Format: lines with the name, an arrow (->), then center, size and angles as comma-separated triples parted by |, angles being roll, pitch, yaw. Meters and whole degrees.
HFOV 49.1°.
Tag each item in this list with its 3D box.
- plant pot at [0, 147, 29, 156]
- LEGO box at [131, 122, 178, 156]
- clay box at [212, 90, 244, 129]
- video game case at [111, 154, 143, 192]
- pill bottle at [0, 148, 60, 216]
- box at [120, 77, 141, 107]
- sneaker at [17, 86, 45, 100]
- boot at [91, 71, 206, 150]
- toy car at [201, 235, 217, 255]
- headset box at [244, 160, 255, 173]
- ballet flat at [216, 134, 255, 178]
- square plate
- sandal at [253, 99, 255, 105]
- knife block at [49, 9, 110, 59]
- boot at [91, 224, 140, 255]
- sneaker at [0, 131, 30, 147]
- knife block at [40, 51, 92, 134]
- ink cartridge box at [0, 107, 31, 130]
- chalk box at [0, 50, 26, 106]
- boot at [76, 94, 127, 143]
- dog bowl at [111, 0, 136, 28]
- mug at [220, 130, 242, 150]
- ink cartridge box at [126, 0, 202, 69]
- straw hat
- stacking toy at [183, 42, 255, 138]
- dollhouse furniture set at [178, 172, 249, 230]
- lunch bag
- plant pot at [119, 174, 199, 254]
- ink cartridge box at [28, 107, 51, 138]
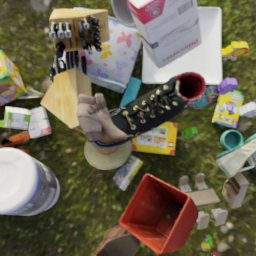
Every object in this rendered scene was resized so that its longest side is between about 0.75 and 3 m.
plant pot -> -4.381, 1.608, 9.358 | 1.982, 2.247, 2.249 | -4, 85, -11
LEGO box -> 0.935, 0.338, 10.148 | 1.561, 0.602, 1.162 | 7, 85, 1
clay box -> 3.713, -0.773, 10.375 | 0.824, 0.341, 1.434 | 16, 86, 1
video game case -> -0.048, 1.246, 8.059 | 0.139, 1.089, 0.984 | 35, 85, -16
pill bottle -> -2.595, 1.458, 6.995 | 1.407, 2.473, 1.407 | 0, 72, 1
box -> -0.029, -0.925, 10.197 | 0.422, 0.707, 1.719 | 20, 85, -2
sneaker -> -3.620, -1.319, 10.411 | 1.054, 0.354, 0.473 | -4, 90, 3
boot -> 0.467, -0.481, 7.263 | 2.867, 2.166, 1.035 | -23, 82, -30
toy car -> 2.431, 3.565, 8.404 | 0.187, 0.790, 0.840 | -37, 101, 21
headset box -> 4.756, 1.173, 10.162 | 0.944, 0.438, 0.822 | 42, 87, 4
ballet flat -> 3.448, 0.745, 8.065 | 2.418, 0.815, 0.754 | -22, 73, -29
square plate -> 2.001, -3.057, 10.534 | 2.939, 0.422, 2.967 | 1, 85, 1
sandal -> 3.612, -0.618, 6.510 | 1.375, 0.371, 0.552 | -2, 75, 37
knife block -> -1.757, -2.640, 7.708 | 2.779, 2.440, 0.889 | 17, 124, 31
boot -> -0.193, 2.880, 7.321 | 1.660, 1.781, 0.572 | -34, 85, 17
sneaker -> -4.079, 0.431, 10.140 | 1.083, 0.607, 0.420 | -25, 86, -2
knife block -> -1.505, -1.220, 8.187 | 2.369, 0.758, 2.079 | 34, 94, 34
ink cartridge box -> -3.059, -0.279, 6.998 | 1.086, 0.803, 0.412 | 8, 98, -28
chalk box -> -4.927, -1.521, 9.812 | 2.063, 1.277, 1.283 | -25, 66, -3
boot -> -0.578, -0.227, 6.461 | 0.526, 1.498, 1.095 | -15, 81, 30
dog bowl -> 0.050, -3.257, 7.406 | 0.368, 1.254, 1.254 | -36, 85, -32
mug -> 3.711, 0.525, 10.177 | 0.694, 0.522, 0.845 | 8, 86, 0
ink cartridge box -> 0.942, -2.625, 6.875 | 1.385, 1.914, 0.807 | -31, 52, 0
straw hat -> -0.649, 0.389, 8.252 | 1.562, 0.661, 1.562 | -2, 58, 3
stacking toy -> 2.195, -0.872, 7.293 | 0.556, 2.366, 1.784 | 7, 67, -38
dollhouse furniture set -> 2.528, 1.897, 8.266 | 1.649, 1.515, 1.073 | -7, 125, -10
lunch bag -> -1.057, -2.727, 9.906 | 2.648, 1.684, 2.246 | 17, 87, -8
plant pot -> 0.877, 2.117, 6.645 | 1.203, 1.363, 1.365 | 39, 78, -42
ink cartridge box -> -3.313, -0.185, 10.290 | 0.719, 0.419, 0.987 | -16, 87, -1
